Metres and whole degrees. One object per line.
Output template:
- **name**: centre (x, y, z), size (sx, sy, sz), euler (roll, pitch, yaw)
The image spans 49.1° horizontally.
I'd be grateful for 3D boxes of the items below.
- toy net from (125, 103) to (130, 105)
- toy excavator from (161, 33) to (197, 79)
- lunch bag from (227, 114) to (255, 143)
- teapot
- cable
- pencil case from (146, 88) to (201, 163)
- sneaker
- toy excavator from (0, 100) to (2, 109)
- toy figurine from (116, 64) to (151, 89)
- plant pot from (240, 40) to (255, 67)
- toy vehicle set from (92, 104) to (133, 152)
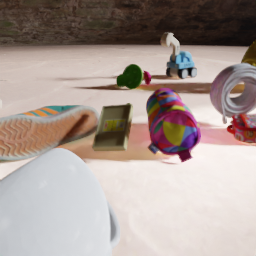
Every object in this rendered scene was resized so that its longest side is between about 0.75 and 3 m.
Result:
- **toy net**: centre (-0.257, -0.358, 8.731), size (0.650, 0.239, 1.240), euler (-21, 22, 26)
- **toy excavator**: centre (2.760, -4.052, 15.733), size (2.415, 2.483, 1.240), euler (-15, 25, -36)
- **lunch bag**: centre (3.314, 0.001, 7.687), size (1.160, 0.540, 1.317), euler (0, 19, 12)
- **teapot**: centre (-0.885, 1.290, 2.801), size (2.069, 1.511, 2.042), euler (-40, 0, -23)
- **cable**: centre (3.219, -1.069, 8.203), size (1.625, 1.625, 0.562), euler (-29, 30, 8)
- **pencil case**: centre (1.064, -0.221, 7.321), size (1.251, 1.251, 2.830), euler (1, 20, 2)
- **sneaker**: centre (-2.234, 0.042, 7.001), size (2.964, 1.058, 1.184), euler (-13, 13, -32)
- **toy excavator**: centre (-5.483, -1.184, 10.413), size (2.091, 1.074, 2.150), euler (-2, 33, 1)
- **toy figurine**: centre (0.454, -2.420, 13.915), size (1.579, 1.185, 1.453), euler (-16, -6, 36)
- **plant pot**: centre (6.421, -2.905, 12.900), size (2.013, 2.836, 2.836), euler (-29, 29, -17)
- **toy vehicle set**: centre (-0.337, -0.020, 6.543), size (0.767, 0.164, 1.235), euler (-2, 54, 18)
